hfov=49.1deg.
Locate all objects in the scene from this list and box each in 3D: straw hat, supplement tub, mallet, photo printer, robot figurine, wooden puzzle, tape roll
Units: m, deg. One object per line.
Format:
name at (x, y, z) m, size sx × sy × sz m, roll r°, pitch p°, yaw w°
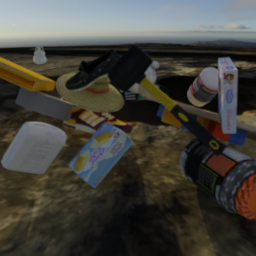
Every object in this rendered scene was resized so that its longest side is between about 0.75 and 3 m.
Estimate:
straw hat at (-1.117, -1.612, 9.078) m, size 2.477 × 1.048 × 2.477 m, roll 16°, pitch 31°, yaw -10°
supplement tub at (2.070, 1.004, 5.985) m, size 1.164 × 1.164 × 1.899 m, roll -9°, pitch 23°, yaw -22°
mallet at (0.892, -0.567, 5.493) m, size 2.721 × 0.896 × 0.560 m, roll 35°, pitch 11°, yaw 4°
photo printer at (-2.145, 0.451, 6.518) m, size 1.085 × 1.304 × 0.453 m, roll 19°, pitch 26°, yaw -44°
robot figurine at (0.389, -1.722, 9.488) m, size 1.557 × 1.037 × 1.836 m, roll -39°, pitch 4°, yaw 15°
wooden puzzle at (1.704, -0.273, 7.317) m, size 2.995 × 0.693 × 2.774 m, roll 21°, pitch 7°, yaw -8°
supplement tub at (1.775, -0.923, 6.444) m, size 0.590 × 0.840 × 0.590 m, roll 7°, pitch 62°, yaw -13°
tape roll at (-2.521, -0.739, 8.577) m, size 1.663 × 0.549 × 1.663 m, roll 20°, pitch 3°, yaw -1°

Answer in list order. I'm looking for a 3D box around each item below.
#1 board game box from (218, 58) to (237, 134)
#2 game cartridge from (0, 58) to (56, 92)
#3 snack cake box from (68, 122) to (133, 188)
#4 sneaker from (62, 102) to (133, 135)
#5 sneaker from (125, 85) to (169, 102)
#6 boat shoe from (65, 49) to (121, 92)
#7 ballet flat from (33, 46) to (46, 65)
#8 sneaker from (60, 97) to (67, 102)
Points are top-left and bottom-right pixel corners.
board game box at (1.857, -0.644, 5.288) m, size 0.238 × 1.156 × 1.153 m, roll -2°, pitch 22°, yaw 14°
game cartridge at (-3.402, -1.657, 8.034) m, size 2.322 × 0.427 × 2.634 m, roll 24°, pitch 3°, yaw -8°
snack cake box at (-0.677, 0.629, 6.825) m, size 1.450 × 0.487 × 0.834 m, roll -50°, pitch 39°, yaw -11°
sneaker at (-1.013, -0.381, 9.312) m, size 2.498 × 1.125 × 0.936 m, roll 10°, pitch 10°, yaw 12°
sneaker at (0.898, -1.760, 13.818) m, size 2.168 × 0.807 × 0.949 m, roll -2°, pitch 16°, yaw -4°
boat shoe at (-1.052, -1.618, 7.799) m, size 1.916 × 0.635 × 0.716 m, roll -17°, pitch 47°, yaw 22°
ballet flat at (-2.296, -1.902, 7.219) m, size 0.334 × 0.334 × 0.961 m, roll -6°, pitch 32°, yaw -14°
sneaker at (-2.794, -0.989, 12.381) m, size 0.699 × 0.474 × 1.211 m, roll 18°, pitch 39°, yaw 21°
